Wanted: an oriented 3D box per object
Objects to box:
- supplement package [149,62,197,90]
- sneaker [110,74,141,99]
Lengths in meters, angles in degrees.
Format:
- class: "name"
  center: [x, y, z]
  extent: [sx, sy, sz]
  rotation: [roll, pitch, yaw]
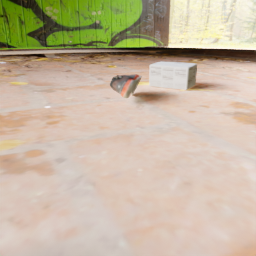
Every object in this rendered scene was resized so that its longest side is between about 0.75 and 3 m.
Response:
- class: "supplement package"
  center: [2.195, -2.570, 13.620]
  extent: [1.906, 1.057, 1.485]
  rotation: [11, 23, 26]
- class: "sneaker"
  center: [-0.121, -1.874, 11.290]
  extent: [0.984, 0.926, 2.404]
  rotation: [28, 16, 3]
